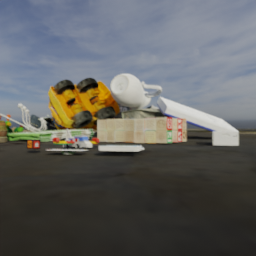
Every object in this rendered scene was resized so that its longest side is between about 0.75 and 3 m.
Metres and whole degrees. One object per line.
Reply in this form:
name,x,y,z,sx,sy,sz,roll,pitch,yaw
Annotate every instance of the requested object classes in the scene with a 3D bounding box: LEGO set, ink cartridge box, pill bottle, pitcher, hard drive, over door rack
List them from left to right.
over door rack,-4.240,-0.479,10.221,2.466,0.822,1.822,15,-7,-11
LEGO set,-0.776,0.241,5.390,2.085,0.512,1.558,0,-3,8
pill bottle,-0.224,-0.752,13.221,1.167,2.050,1.167,5,-30,3
pitcher,0.334,-1.496,11.365,1.736,1.227,2.024,-26,-24,19
hard drive,2.550,-0.406,10.665,2.793,0.354,1.843,19,16,-8
ink cartridge box,2.540,0.268,7.364,0.627,0.362,0.865,0,1,16

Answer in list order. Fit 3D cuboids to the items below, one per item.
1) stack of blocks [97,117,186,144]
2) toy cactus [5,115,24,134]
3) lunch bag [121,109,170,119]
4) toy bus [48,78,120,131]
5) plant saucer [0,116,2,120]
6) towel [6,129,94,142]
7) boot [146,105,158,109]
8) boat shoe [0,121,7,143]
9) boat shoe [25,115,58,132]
stack of blocks,0.414,0.074,8.742,2.446,0.716,1.408,0,0,33
toy cactus,-5.324,0.056,12.535,1.852,0.947,1.528,-10,-13,16
lunch bag,1.087,-0.197,11.490,2.121,1.247,1.740,-5,-3,37
toy bus,-2.274,-0.563,11.950,2.887,1.959,2.771,-15,-21,-49
plant saucer,-6.765,-0.022,11.691,2.445,0.450,2.449,-18,12,-37
towel,-2.705,0.304,9.852,1.906,0.392,2.555,-2,1,35
boot,0.968,-0.695,13.300,0.612,0.471,1.281,33,-37,-19
boat shoe,-4.669,0.085,8.524,2.081,0.707,0.749,0,0,2
boat shoe,-3.784,-0.161,13.014,0.946,0.782,2.528,22,2,22
